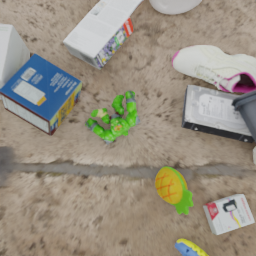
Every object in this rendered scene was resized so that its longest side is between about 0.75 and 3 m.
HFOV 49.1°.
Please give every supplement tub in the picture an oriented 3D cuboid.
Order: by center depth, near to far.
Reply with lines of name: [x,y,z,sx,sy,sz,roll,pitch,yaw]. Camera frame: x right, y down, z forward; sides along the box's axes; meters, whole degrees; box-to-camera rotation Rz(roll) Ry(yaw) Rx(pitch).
supplement tub: [1.521,-5.412,9.365,1.861,1.861,2.566,-3,74,-1]

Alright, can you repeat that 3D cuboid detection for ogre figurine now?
ogre figurine: [-0.364,-0.269,8.478,1.757,0.862,1.054,-30,73,-9]

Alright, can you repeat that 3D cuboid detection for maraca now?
maraca: [1.262,1.700,7.706,0.764,0.979,1.428,-7,41,-32]

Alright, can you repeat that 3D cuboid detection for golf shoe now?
golf shoe: [2.745,-1.757,8.586,2.822,1.063,1.291,9,47,3]

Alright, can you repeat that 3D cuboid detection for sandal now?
sandal: [2.003,3.923,7.359,0.960,0.876,2.205,-42,77,-6]

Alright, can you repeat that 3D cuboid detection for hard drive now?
hard drive: [2.742,-0.462,8.432,2.142,0.405,1.497,13,55,2]

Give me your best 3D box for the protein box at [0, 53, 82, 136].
protein box: [-2.502,-0.964,8.240,1.620,1.093,1.609,31,63,0]

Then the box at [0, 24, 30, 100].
box: [-4.262,-1.984,8.560,1.830,1.576,1.839,4,75,1]

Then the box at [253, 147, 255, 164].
box: [4.374,0.568,8.033,1.400,0.895,0.763,-42,50,-7]

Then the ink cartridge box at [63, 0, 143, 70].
ink cartridge box: [-0.676,-3.257,9.007,1.430,0.661,2.625,33,77,27]

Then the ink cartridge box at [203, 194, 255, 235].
ink cartridge box: [2.833,2.426,7.934,1.136,0.471,0.828,-17,75,-5]

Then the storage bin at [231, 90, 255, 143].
storage bin: [4.006,-0.413,7.456,2.047,1.490,1.375,-20,78,12]
